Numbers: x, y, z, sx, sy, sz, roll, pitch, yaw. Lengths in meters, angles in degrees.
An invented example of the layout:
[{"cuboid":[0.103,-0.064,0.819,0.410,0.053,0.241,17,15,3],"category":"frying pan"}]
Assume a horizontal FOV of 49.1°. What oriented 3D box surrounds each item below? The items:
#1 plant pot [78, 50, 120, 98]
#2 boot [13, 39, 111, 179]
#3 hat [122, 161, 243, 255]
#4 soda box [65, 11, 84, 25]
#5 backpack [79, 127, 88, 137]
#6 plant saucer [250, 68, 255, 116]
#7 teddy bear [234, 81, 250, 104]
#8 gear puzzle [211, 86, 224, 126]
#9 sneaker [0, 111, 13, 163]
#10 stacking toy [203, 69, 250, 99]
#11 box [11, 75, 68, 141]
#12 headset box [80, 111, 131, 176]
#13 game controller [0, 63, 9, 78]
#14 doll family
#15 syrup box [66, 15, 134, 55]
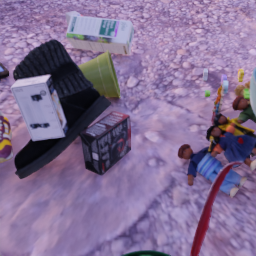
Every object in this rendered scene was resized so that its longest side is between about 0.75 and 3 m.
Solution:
[{"cuboid":[-1.031,-1.387,8.126,1.341,1.413,1.413,-14,44,4],"category":"plant pot"},{"cuboid":[-1.946,-0.437,6.253,2.036,1.025,2.723,46,74,-7],"category":"boot"},{"cuboid":[0.262,2.125,3.544,2.211,2.349,2.669,3,45,6],"category":"hat"},{"cuboid":[-2.020,-4.350,11.613,0.465,0.500,1.466,-28,50,-26],"category":"soda box"},{"cuboid":[-1.456,-0.240,7.221,0.920,0.750,0.707,12,12,1],"category":"backpack"},{"cuboid":[3.356,-0.080,5.523,2.742,0.493,2.742,21,43,-20],"category":"plant saucer"},{"cuboid":[3.776,-0.895,8.051,1.098,0.506,1.514,-7,44,-4],"category":"teddy bear"},{"cuboid":[2.462,-0.744,7.713,0.186,0.736,1.421,14,46,13],"category":"gear puzzle"},{"cuboid":[-3.038,0.164,6.384,0.657,0.790,1.754,-17,29,-16],"category":"sneaker"},{"cuboid":[2.899,-1.356,8.385,1.213,0.378,1.609,3,34,11],"category":"stacking toy"},{"cuboid":[-1.645,-0.351,5.309,0.681,1.167,0.351,-9,30,7],"category":"box"},{"cuboid":[-0.414,0.284,6.342,0.491,0.973,1.309,17,37,31],"category":"headset box"},{"cuboid":[-4.451,-1.961,9.322,0.636,0.257,1.219,-30,52,-27],"category":"game controller"},{"cuboid":[2.324,0.310,6.442,1.571,1.067,2.718,37,58,25],"category":"doll family"},{"cuboid":[-0.969,-3.328,10.061,2.232,0.909,0.879,10,80,10],"category":"syrup box"}]
